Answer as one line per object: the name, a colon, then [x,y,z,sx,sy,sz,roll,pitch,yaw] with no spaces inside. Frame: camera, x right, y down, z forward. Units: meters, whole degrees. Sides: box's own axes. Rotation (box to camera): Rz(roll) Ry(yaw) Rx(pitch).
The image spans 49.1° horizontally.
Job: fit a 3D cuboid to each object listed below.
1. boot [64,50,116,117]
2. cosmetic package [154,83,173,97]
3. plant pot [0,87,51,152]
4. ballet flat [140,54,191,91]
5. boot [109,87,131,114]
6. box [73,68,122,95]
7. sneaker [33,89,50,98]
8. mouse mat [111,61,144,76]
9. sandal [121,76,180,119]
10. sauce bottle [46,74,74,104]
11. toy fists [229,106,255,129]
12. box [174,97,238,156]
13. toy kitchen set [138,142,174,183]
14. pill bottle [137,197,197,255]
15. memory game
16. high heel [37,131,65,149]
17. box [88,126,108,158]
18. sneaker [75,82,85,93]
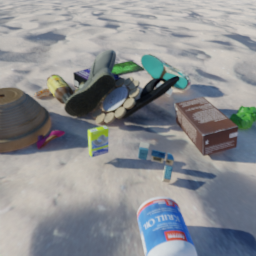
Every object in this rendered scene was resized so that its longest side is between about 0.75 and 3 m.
boot: [-1.474,-1.942,11.518,2.571,1.026,2.828,-33,35,14]
cosmetic package: [1.462,-1.650,11.917,0.842,0.289,1.117,30,4,6]
plant pot: [-4.326,-0.526,9.879,2.950,1.362,2.950,-1,32,1]
ballet flat: [1.756,-2.537,13.043,2.703,1.022,0.864,38,23,16]
boot: [-0.436,-1.015,11.193,1.450,0.556,1.126,0,52,58]
box: [-1.422,-2.116,12.965,1.404,0.785,1.990,-22,38,-35]
sneaker: [-3.874,-1.564,12.515,0.323,0.327,0.835,7,24,41]
mouse mat: [-0.291,-3.319,15.528,2.057,0.077,1.655,-18,36,-24]
sandal: [0.760,-1.357,10.695,2.756,1.036,0.660,-32,81,-7]
sauce bottle: [-2.796,-1.525,11.968,0.806,0.806,2.490,-17,39,-25]
toy fists: [4.397,-0.420,10.510,0.746,0.503,1.463,24,38,32]
box: [2.558,-0.136,9.502,1.182,0.884,2.360,-13,30,-6]
toy kitchen set: [0.743,0.977,7.792,1.019,0.600,0.816,11,54,6]
pill bottle: [0.796,2.349,5.635,0.992,0.992,1.768,-5,33,-8]
memory game: [-0.479,-1.077,10.697,2.279,0.145,2.279,-25,41,24]
high heel: [-2.533,0.399,9.221,0.988,0.333,0.475,-16,63,12]
box: [-0.881,0.455,8.327,0.584,0.958,0.228,-15,32,-28]
sneaker: [-1.933,-1.642,11.793,0.433,0.579,1.290,-7,-2,12]
